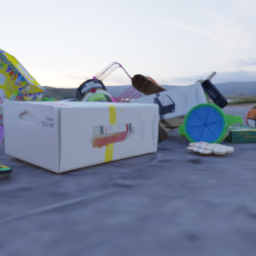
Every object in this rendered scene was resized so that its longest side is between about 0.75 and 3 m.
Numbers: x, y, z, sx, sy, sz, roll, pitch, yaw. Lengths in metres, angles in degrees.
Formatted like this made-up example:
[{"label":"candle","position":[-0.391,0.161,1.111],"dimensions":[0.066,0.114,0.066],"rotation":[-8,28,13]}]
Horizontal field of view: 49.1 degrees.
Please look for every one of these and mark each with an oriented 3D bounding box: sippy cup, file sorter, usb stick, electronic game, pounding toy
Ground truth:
[{"label":"sippy cup","position":[2.208,-0.026,7.547],"dimensions":[1.487,1.168,1.090],"rotation":[29,11,32]},{"label":"file sorter","position":[-0.528,-1.939,12.767],"dimensions":[1.534,1.700,2.446],"rotation":[-38,20,6]},{"label":"usb stick","position":[2.611,-1.049,8.553],"dimensions":[0.202,0.343,1.238],"rotation":[32,25,-42]},{"label":"electronic game","position":[-2.250,0.615,4.206],"dimensions":[0.945,0.197,0.945],"rotation":[6,-4,0]},{"label":"pounding toy","position":[3.510,-1.035,13.371],"dimensions":[1.331,2.868,2.214],"rotation":[41,41,19]}]

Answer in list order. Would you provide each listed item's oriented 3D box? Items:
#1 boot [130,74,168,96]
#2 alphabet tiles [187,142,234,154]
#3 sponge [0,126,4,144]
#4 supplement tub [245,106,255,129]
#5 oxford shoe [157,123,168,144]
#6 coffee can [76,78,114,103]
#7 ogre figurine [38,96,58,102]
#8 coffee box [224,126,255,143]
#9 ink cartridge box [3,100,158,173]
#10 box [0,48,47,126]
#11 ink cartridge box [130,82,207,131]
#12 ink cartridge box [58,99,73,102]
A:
[{"label":"boot","position":[1.089,-1.304,10.267],"dimensions":[1.965,0.737,1.054],"rotation":[43,22,13]},{"label":"alphabet tiles","position":[1.874,0.451,6.381],"dimensions":[0.952,0.071,0.973],"rotation":[-5,10,-29]},{"label":"sponge","position":[-4.833,-0.351,8.012],"dimensions":[2.898,1.617,0.432],"rotation":[1,-30,8]},{"label":"supplement tub","position":[4.581,-0.238,9.038],"dimensions":[1.107,1.107,1.807],"rotation":[0,6,1]},{"label":"oxford shoe","position":[0.492,-0.022,7.310],"dimensions":[0.580,0.499,1.374],"rotation":[-15,41,-33]},{"label":"coffee can","position":[-1.134,-0.875,10.203],"dimensions":[1.161,1.161,1.586],"rotation":[-3,45,-28]},{"label":"ogre figurine","position":[-2.745,-0.548,9.398],"dimensions":[1.119,0.916,1.867],"rotation":[7,10,11]},{"label":"coffee box","position":[3.334,0.164,8.643],"dimensions":[1.048,0.375,1.705],"rotation":[0,6,-3]},{"label":"ink cartridge box","position":[-0.936,0.019,6.028],"dimensions":[1.992,1.145,2.744],"rotation":[7,8,41]},{"label":"box","position":[-2.869,-0.917,6.482],"dimensions":[1.294,1.246,0.789],"rotation":[47,5,12]},{"label":"ink cartridge box","position":[1.360,-0.525,8.854],"dimensions":[2.168,0.908,1.573],"rotation":[-13,-15,20]},{"label":"ink cartridge box","position":[-3.899,-0.564,11.542],"dimensions":[2.406,0.749,2.989],"rotation":[-5,9,23]}]
